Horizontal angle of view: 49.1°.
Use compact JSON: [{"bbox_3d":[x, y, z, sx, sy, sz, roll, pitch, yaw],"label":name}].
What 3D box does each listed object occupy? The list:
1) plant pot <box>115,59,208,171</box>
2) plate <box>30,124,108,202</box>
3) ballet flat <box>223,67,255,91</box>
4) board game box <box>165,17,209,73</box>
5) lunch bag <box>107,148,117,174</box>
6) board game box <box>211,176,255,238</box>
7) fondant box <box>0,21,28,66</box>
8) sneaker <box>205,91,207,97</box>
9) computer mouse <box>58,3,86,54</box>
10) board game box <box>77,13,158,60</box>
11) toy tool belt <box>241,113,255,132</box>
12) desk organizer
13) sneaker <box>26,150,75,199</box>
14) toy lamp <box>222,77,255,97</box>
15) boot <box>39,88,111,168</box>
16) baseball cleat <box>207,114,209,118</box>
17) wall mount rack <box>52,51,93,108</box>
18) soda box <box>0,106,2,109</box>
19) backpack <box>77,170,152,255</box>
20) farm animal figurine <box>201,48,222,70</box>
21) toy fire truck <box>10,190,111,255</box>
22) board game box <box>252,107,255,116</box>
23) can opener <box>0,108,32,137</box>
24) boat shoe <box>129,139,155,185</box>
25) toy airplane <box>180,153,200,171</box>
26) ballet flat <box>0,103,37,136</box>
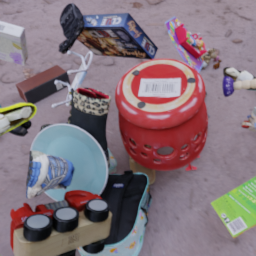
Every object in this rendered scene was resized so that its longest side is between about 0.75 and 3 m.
[{"bbox_3d":[1.014,-0.500,8.438,2.799,2.549,2.799,-5,52,7],"label":"plant pot"},{"bbox_3d":[-1.543,0.964,7.336,2.258,2.258,0.289,16,18,14],"label":"plate"},{"bbox_3d":[3.829,-1.721,9.613,0.542,0.545,1.595,-49,38,0],"label":"ballet flat"},{"bbox_3d":[2.131,-2.944,9.405,1.963,0.484,2.485,54,33,-11],"label":"board game box"},{"bbox_3d":[-1.076,1.169,10.188,1.111,0.534,1.386,-23,52,-19],"label":"lunch bag"},{"bbox_3d":[3.400,1.912,7.424,2.130,0.319,1.018,-33,56,5],"label":"board game box"},{"bbox_3d":[-4.057,-2.859,9.503,1.093,1.515,0.441,14,64,-7],"label":"fondant box"},{"bbox_3d":[2.660,-2.033,12.815,2.152,0.853,0.811,35,55,25],"label":"sneaker"},{"bbox_3d":[-1.734,-3.189,8.796,0.481,1.264,1.826,22,40,-40],"label":"computer mouse"},{"bbox_3d":[-0.638,-3.096,9.592,2.823,1.912,0.488,15,80,38],"label":"board game box"},{"bbox_3d":[3.950,-0.210,8.665,1.007,0.629,0.619,15,80,-20],"label":"toy tool belt"},{"bbox_3d":[-3.862,-1.982,12.804,2.237,0.802,0.861,-34,54,-26],"label":"desk organizer"},{"bbox_3d":[-1.642,1.066,5.923,0.934,2.194,0.845,7,73,-18],"label":"sneaker"},{"bbox_3d":[4.037,-1.324,7.975,2.509,0.730,0.730,0,44,32],"label":"toy lamp"},{"bbox_3d":[-1.524,-0.194,7.924,2.787,2.105,1.006,24,29,35],"label":"boot"},{"bbox_3d":[3.071,-0.703,11.891,0.863,0.459,0.301,34,70,32],"label":"baseball cleat"},{"bbox_3d":[-1.699,-1.383,8.218,0.717,1.923,1.671,18,29,-26],"label":"wall mount rack"},{"bbox_3d":[-5.628,-0.219,11.309,0.643,0.679,2.003,-5,49,-5],"label":"soda box"},{"bbox_3d":[-0.473,2.575,7.904,2.122,1.851,2.414,1,32,16],"label":"backpack"},{"bbox_3d":[4.142,-3.631,14.305,1.326,0.699,1.341,-5,49,-4],"label":"farm animal figurine"},{"bbox_3d":[-1.730,2.057,6.302,1.962,1.434,2.229,-6,21,-37],"label":"toy fire truck"},{"bbox_3d":[6.132,0.042,11.083,1.616,0.704,2.190,-9,50,-7],"label":"board game box"},{"bbox_3d":[-3.627,-0.318,8.288,1.599,0.507,0.629,28,29,-3],"label":"can opener"},{"bbox_3d":[0.423,0.955,10.216,0.849,0.768,2.382,-10,49,-8],"label":"boat shoe"},{"bbox_3d":[2.256,1.221,10.380,0.960,0.177,0.960,1,49,-2],"label":"toy airplane"},{"bbox_3d":[-3.181,-0.196,7.218,0.714,0.712,2.130,-6,19,27],"label":"ballet flat"}]
